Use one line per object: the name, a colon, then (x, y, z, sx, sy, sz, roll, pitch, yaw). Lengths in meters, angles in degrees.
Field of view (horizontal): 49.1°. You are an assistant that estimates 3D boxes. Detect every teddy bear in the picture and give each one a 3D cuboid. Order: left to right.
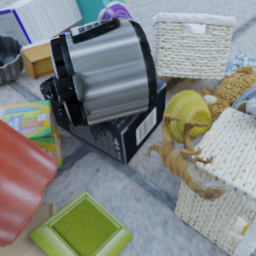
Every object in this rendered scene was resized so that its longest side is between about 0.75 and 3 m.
teddy bear: (2.925, -1.011, 7.983, 2.705, 0.903, 1.961, -31, 34, -1)

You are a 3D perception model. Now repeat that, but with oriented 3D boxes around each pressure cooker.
pressure cooker: (-0.694, -1.054, 5.850, 2.270, 1.996, 2.027, -15, 65, -6)

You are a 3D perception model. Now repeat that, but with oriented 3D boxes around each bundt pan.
bundt pan: (-4.710, -2.241, 9.708, 2.385, 0.895, 2.385, 0, 46, 0)

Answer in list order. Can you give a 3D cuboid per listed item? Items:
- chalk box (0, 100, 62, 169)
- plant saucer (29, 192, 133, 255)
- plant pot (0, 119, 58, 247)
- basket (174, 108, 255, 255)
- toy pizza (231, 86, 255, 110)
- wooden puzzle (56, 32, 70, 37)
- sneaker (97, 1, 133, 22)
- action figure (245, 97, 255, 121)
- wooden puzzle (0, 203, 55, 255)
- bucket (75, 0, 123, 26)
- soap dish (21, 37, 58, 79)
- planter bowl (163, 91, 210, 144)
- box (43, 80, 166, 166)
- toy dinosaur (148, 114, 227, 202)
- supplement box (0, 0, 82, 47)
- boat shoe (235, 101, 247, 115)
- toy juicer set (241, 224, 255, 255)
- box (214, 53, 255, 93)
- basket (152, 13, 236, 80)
chalk box: (-2.859, 0.336, 6.980, 2.139, 1.331, 1.324, -11, 47, -8)
plant saucer: (-0.878, 2.080, 5.639, 1.556, 0.373, 1.554, 36, 43, 21)
plant pot: (-2.812, 0.764, 5.087, 2.449, 2.519, 2.519, 34, 45, -19)
basket: (2.201, 1.092, 5.723, 1.704, 2.099, 2.118, 26, 49, 25)
toy pizza: (3.425, -0.308, 7.218, 1.950, 1.950, 0.309, -6, 31, -6)
wooden puzzle: (-2.216, -3.545, 11.048, 1.565, 0.362, 1.450, -28, 42, -17)
sneaker: (0.144, -2.389, 8.266, 1.142, 2.832, 1.181, -43, 47, -5)
action figure: (2.992, -0.286, 4.997, 1.702, 0.920, 1.760, 9, 3, 14)
wooden puzzle: (-2.241, 2.242, 5.766, 1.481, 0.276, 1.370, -7, 39, -11)
bucket: (-1.467, -5.508, 12.040, 2.223, 2.223, 1.447, 18, 52, 16)
soap dish: (-2.743, -2.384, 9.635, 1.636, 1.287, 0.664, -23, 74, -21)
planter bowl: (1.359, -0.172, 5.892, 1.187, 1.187, 0.495, -23, 22, -21)
box: (-0.596, -0.618, 7.681, 2.668, 1.428, 1.980, 26, 58, 24)
toy dinosaur: (0.731, 0.398, 4.858, 0.710, 1.248, 2.351, 7, 15, -23)
supplement box: (-3.491, -4.397, 11.057, 1.508, 1.540, 2.980, 10, 45, 37)
boat shoe: (2.913, 0.141, 6.883, 0.647, 1.815, 0.585, -12, 23, 10)
toy juicer set: (2.512, 2.472, 5.080, 2.328, 0.633, 1.481, -20, 53, -17)
box: (4.065, -1.517, 9.288, 1.688, 0.492, 2.466, 24, 51, 22)
basket: (1.854, -2.588, 8.882, 2.211, 1.794, 2.231, 3, 18, -1)
